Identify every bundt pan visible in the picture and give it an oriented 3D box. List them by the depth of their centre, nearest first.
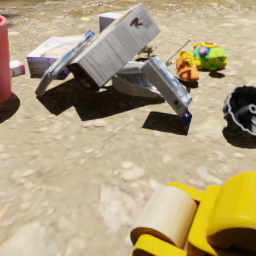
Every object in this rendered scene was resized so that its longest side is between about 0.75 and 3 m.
[{"bbox_3d":[2.864,-0.353,6.741,1.346,0.505,1.346,5,67,-12],"label":"bundt pan"}]

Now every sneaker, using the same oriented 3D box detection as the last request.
[{"bbox_3d":[1.964,-2.127,9.565,0.700,0.740,1.918,-1,35,-6],"label":"sneaker"}]

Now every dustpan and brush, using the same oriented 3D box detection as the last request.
[{"bbox_3d":[-0.250,-1.721,8.842,2.872,0.822,2.004,0,33,9],"label":"dustpan and brush"}]

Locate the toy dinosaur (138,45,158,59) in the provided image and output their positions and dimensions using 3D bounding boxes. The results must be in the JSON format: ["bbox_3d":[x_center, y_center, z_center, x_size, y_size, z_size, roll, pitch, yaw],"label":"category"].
[{"bbox_3d":[0.626,-3.107,11.045,1.199,0.515,0.813,11,27,-22],"label":"toy dinosaur"}]

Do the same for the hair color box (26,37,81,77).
[{"bbox_3d":[-2.624,-2.704,10.418,1.277,0.757,2.337,5,36,7],"label":"hair color box"}]

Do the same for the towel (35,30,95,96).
[{"bbox_3d":[-1.894,-1.918,8.383,0.260,1.602,2.181,42,57,-13],"label":"towel"}]

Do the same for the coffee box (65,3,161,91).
[{"bbox_3d":[-0.461,-2.205,7.869,2.439,0.974,1.379,-45,22,-10],"label":"coffee box"}]

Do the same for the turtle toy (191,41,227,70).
[{"bbox_3d":[2.965,-2.632,10.177,1.265,0.877,1.735,-6,34,-9],"label":"turtle toy"}]

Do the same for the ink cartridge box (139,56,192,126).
[{"bbox_3d":[1.082,-0.955,6.991,1.832,0.359,0.911,50,29,-4],"label":"ink cartridge box"}]

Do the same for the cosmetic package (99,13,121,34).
[{"bbox_3d":[-0.272,-4.428,12.618,2.071,1.169,0.840,19,38,28],"label":"cosmetic package"}]

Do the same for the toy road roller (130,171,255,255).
[{"bbox_3d":[1.188,1.278,3.708,2.199,1.605,1.351,16,37,22],"label":"toy road roller"}]

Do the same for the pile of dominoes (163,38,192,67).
[{"bbox_3d":[1.538,-2.293,9.015,0.234,1.469,1.145,46,27,-5],"label":"pile of dominoes"}]

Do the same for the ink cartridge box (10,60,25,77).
[{"bbox_3d":[-4.118,-2.050,9.803,0.804,0.333,0.589,-28,43,-35],"label":"ink cartridge box"}]

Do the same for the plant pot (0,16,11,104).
[{"bbox_3d":[-4.397,-1.779,7.738,2.468,2.184,2.468,1,34,0],"label":"plant pot"}]
